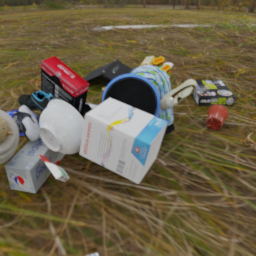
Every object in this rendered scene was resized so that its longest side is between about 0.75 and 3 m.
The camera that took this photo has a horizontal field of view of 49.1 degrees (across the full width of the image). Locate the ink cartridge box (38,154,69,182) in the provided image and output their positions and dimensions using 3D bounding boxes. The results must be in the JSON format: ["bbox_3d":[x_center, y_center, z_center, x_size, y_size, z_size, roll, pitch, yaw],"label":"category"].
[{"bbox_3d":[-2.276,1.188,8.651,0.251,0.808,1.004,-37,74,-6],"label":"ink cartridge box"}]

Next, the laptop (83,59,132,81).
[{"bbox_3d":[-1.149,-2.909,17.095,2.975,1.724,2.785,32,34,-2],"label":"laptop"}]

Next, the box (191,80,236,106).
[{"bbox_3d":[4.396,-1.917,15.013,1.900,0.525,2.372,-1,30,-1],"label":"box"}]

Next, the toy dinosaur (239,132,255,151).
[{"bbox_3d":[4.800,0.583,11.037,0.754,0.429,1.419,20,32,-15],"label":"toy dinosaur"}]

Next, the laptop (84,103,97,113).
[{"bbox_3d":[-2.088,-1.161,13.468,1.301,0.806,1.390,13,33,20],"label":"laptop"}]

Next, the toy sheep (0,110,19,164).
[{"bbox_3d":[-4.120,0.325,8.129,1.874,1.874,2.718,-26,6,-37],"label":"toy sheep"}]

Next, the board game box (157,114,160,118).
[{"bbox_3d":[0.277,0.089,10.089,1.833,1.232,0.410,-20,56,1],"label":"board game box"}]

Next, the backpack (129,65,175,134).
[{"bbox_3d":[0.786,-1.168,11.149,2.130,2.611,2.007,11,11,26],"label":"backpack"}]

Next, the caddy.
[{"bbox_3d":[-4.651,-0.307,12.011,1.549,0.813,1.095,12,34,20],"label":"caddy"}]

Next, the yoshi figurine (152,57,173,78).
[{"bbox_3d":[1.354,-2.318,12.287,1.016,1.020,1.814,14,-10,11],"label":"yoshi figurine"}]

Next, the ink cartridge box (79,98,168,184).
[{"bbox_3d":[-0.149,0.304,8.079,1.969,1.445,1.438,24,34,15],"label":"ink cartridge box"}]

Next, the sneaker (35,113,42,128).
[{"bbox_3d":[-3.278,-0.367,10.524,0.563,0.482,1.358,-4,34,9],"label":"sneaker"}]

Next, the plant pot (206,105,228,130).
[{"bbox_3d":[3.834,-0.404,12.215,0.897,0.897,0.872,13,42,22],"label":"plant pot"}]

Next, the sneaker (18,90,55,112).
[{"bbox_3d":[-3.356,-1.061,10.399,2.115,0.866,0.774,14,46,30],"label":"sneaker"}]

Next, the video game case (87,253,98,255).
[{"bbox_3d":[-1.120,3.507,6.180,1.215,0.153,1.333,-9,32,-15],"label":"video game case"}]

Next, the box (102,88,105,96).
[{"bbox_3d":[0.400,-1.453,13.993,2.285,0.706,2.861,-16,34,-33],"label":"box"}]

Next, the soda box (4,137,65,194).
[{"bbox_3d":[-2.965,0.911,9.757,0.914,0.984,2.882,6,31,13],"label":"soda box"}]

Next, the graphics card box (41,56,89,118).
[{"bbox_3d":[-2.518,-1.061,10.771,1.822,2.904,0.739,39,51,15],"label":"graphics card box"}]

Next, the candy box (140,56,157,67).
[{"bbox_3d":[0.878,-2.410,13.147,0.511,1.056,1.811,-2,43,37],"label":"candy box"}]

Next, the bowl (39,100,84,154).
[{"bbox_3d":[-2.166,0.145,8.824,1.927,1.927,0.866,20,43,30],"label":"bowl"}]

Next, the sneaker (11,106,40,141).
[{"bbox_3d":[-3.671,0.057,9.559,1.096,0.727,1.927,-37,41,-1],"label":"sneaker"}]

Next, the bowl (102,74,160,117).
[{"bbox_3d":[0.085,-0.783,9.087,1.916,1.916,0.376,2,11,4],"label":"bowl"}]

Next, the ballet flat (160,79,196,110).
[{"bbox_3d":[1.611,-1.043,9.221,0.502,1.487,0.464,39,23,-24],"label":"ballet flat"}]
